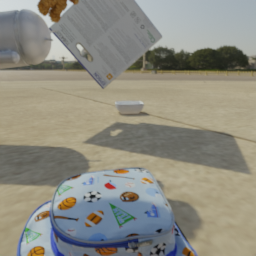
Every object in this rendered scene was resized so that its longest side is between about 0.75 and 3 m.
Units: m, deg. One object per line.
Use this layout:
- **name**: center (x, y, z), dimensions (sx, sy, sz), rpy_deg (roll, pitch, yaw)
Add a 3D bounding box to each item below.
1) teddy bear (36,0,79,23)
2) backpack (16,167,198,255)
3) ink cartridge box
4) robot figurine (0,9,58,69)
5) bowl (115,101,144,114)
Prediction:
- **teddy bear**: center (-1.758, -3.455, 7.223), dimensions (0.495, 1.484, 1.076), rpy_deg (38, -5, 43)
- **backpack**: center (-0.181, 0.861, 2.030), dimensions (1.155, 0.935, 1.213), rpy_deg (-12, 16, -7)
- **ink cartridge box**: center (-0.762, -3.380, 9.952), dimensions (2.882, 2.830, 0.624), rpy_deg (-40, 15, 6)
- **robot figurine**: center (-3.220, -2.386, 7.600), dimensions (2.561, 1.446, 2.172), rpy_deg (-6, 49, 2)
- **bowl**: center (0.033, -0.825, 11.279), dimensions (1.117, 0.417, 1.115), rpy_deg (-1, 12, -7)
